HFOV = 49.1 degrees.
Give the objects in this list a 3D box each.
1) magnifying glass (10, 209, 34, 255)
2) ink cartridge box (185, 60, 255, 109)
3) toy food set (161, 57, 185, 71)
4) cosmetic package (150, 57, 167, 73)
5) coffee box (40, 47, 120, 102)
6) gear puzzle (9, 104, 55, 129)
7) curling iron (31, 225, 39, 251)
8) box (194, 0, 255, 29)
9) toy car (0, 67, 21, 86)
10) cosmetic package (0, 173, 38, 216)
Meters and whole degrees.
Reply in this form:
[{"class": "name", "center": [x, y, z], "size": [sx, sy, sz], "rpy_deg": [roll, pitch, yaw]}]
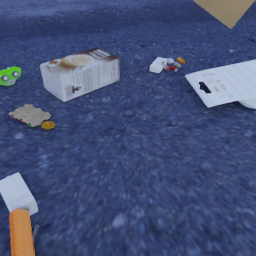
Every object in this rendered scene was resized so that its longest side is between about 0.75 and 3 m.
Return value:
[{"class": "magnifying glass", "center": [-1.564, 2.400, 4.306], "size": [1.154, 0.325, 2.898], "rpy_deg": [29, 14, -36]}, {"class": "ink cartridge box", "center": [3.692, -1.361, 9.713], "size": [2.823, 0.708, 2.289], "rpy_deg": [-14, 38, -2]}, {"class": "toy food set", "center": [1.819, -2.535, 11.275], "size": [0.913, 0.436, 0.411], "rpy_deg": [-15, 39, -24]}, {"class": "cosmetic package", "center": [1.251, -2.584, 11.502], "size": [0.405, 0.248, 0.980], "rpy_deg": [15, 39, 20]}, {"class": "coffee box", "center": [-1.665, -1.991, 10.093], "size": [2.452, 0.977, 1.402], "rpy_deg": [-28, 45, -32]}, {"class": "gear puzzle", "center": [-2.802, -0.280, 8.497], "size": [1.524, 0.200, 0.789], "rpy_deg": [23, 40, 23]}, {"class": "curling iron", "center": [-1.705, 2.438, 4.740], "size": [0.445, 0.230, 1.796], "rpy_deg": [-34, 30, 16]}, {"class": "box", "center": [2.378, -3.168, 6.342], "size": [1.134, 1.388, 0.148], "rpy_deg": [32, 32, -9]}, {"class": "toy car", "center": [-4.824, -1.552, 9.881], "size": [2.467, 0.550, 2.321], "rpy_deg": [29, 45, 32]}, {"class": "cosmetic package", "center": [-2.361, 1.452, 5.955], "size": [0.515, 0.406, 0.957], "rpy_deg": [-24, 42, -27]}]
